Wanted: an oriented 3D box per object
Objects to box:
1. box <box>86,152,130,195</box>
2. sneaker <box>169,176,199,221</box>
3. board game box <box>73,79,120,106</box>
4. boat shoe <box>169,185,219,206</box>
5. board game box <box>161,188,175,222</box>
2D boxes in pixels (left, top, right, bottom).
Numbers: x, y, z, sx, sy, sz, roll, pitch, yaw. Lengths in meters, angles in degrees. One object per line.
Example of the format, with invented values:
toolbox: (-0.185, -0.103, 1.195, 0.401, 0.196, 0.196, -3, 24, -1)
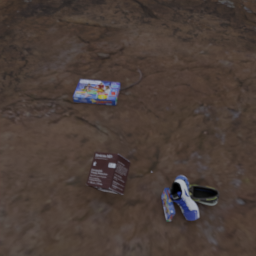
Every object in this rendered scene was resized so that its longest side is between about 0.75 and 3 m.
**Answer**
box: (-0.634, 1.500, 9.236, 0.953, 0.943, 1.149, 2, 68, 30)
sneaker: (1.670, 2.273, 8.832, 0.817, 0.572, 1.415, -6, 76, -55)
board game box: (-1.449, -1.688, 13.135, 1.974, 0.340, 1.336, 6, 48, 5)
boat shoe: (2.169, 2.187, 9.440, 1.734, 0.522, 0.618, 5, 48, 5)
board game box: (1.279, 2.480, 9.053, 0.152, 0.595, 0.880, 0, 49, -10)
